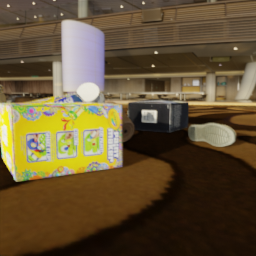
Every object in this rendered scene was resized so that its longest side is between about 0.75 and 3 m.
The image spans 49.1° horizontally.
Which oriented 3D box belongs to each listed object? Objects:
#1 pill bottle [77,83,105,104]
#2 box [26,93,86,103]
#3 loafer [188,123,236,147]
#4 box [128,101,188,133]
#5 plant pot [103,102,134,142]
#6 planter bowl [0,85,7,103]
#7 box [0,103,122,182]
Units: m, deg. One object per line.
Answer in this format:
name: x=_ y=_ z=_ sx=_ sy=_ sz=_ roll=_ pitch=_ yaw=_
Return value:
pill bottle: x=-1.783 y=-1.023 z=13.663 sx=1.389 sy=1.389 sz=2.503 roll=0 pitch=-29 yaw=1
box: x=-2.775 y=-0.448 z=9.866 sx=2.673 sy=0.936 sz=0.859 roll=-19 pitch=53 yaw=-39
loafer: x=3.269 y=0.175 z=10.718 sx=0.798 sy=0.862 sz=2.293 roll=-8 pitch=10 yaw=-25
box: x=1.638 y=-0.690 z=15.025 sx=2.478 sy=1.527 sz=2.458 roll=5 pitch=7 yaw=32
plant pot: x=-0.519 y=-0.095 z=11.370 sx=1.591 sy=1.591 sz=1.388 roll=-6 pitch=29 yaw=-39
planter bowl: x=-4.842 y=-0.918 z=9.095 sx=1.970 sy=1.326 sz=1.970 roll=16 pitch=-2 yaw=0
box: x=-1.943 y=0.141 z=7.681 sx=2.649 sy=1.678 sz=2.750 roll=-4 pitch=7 yaw=-29
